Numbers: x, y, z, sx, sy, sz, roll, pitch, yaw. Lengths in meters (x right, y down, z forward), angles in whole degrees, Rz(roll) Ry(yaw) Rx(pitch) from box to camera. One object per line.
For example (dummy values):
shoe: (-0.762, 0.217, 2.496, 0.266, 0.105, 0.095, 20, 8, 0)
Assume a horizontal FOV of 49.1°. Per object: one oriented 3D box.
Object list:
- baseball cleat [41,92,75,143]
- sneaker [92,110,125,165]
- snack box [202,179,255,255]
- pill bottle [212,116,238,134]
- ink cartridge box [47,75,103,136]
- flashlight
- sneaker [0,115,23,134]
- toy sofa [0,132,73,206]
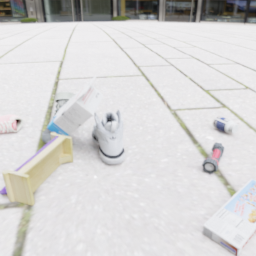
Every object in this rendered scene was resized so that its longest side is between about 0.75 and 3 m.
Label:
baseball cleat: (-2.640, -0.507, 10.755, 1.018, 1.554, 2.921, -11, 19, 14)
sneaker: (-0.720, -0.029, 9.812, 1.014, 1.551, 2.698, -7, 28, -13)
snack box: (2.940, 2.107, 7.017, 2.530, 0.308, 0.909, -24, 35, -38)
pill bottle: (3.834, -0.111, 11.023, 0.508, 0.508, 0.916, -17, 30, -30)
ink cartridge box: (-1.633, -0.651, 9.353, 2.168, 0.723, 1.256, -35, 22, 33)
flashlight: (2.793, 0.926, 9.116, 0.492, 0.491, 1.449, 20, 34, 18)
sneaker: (-4.914, -0.076, 10.860, 0.933, 0.672, 1.785, 12, 25, 32)
toy sofa: (-2.684, 1.084, 8.282, 1.160, 0.984, 2.376, 10, 29, 17)
